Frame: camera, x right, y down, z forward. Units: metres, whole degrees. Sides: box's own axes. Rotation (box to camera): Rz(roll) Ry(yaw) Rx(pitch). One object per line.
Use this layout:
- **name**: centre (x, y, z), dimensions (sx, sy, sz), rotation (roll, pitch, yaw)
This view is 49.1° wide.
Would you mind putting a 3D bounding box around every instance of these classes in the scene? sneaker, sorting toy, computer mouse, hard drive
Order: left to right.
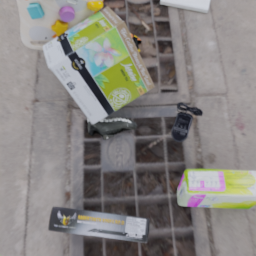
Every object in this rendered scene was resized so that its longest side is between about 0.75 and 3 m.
- **sorting toy**: centre (-2.084, -3.212, 8.321), dimensions (2.613, 2.352, 1.396), rotation (2, 54, -33)
- **sneaker**: centre (-0.544, 0.061, 8.942), dimensions (1.636, 0.544, 0.740), rotation (4, 73, 5)
- **sneaker**: centre (0.090, -2.723, 9.812), dimensions (0.640, 0.497, 1.422), rotation (21, 59, -4)
- **computer mouse**: centre (1.378, -0.091, 6.897), dimensions (0.666, 0.253, 0.961), rotation (22, 86, 14)
- **hard drive**: centre (2.283, -5.188, 10.956), dimensions (1.855, 0.244, 1.223), rotation (14, 71, 5)

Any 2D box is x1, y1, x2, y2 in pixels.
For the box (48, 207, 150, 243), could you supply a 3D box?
- **box**: centre (-0.672, 2.536, 7.328), dimensions (2.354, 1.864, 0.569), rotation (7, 71, 3)

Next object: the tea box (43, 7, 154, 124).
- **tea box**: centre (-0.816, -1.770, 8.140), dimensions (2.249, 2.286, 1.528), rotation (-32, 42, 2)

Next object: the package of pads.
- **package of pads**: centre (2.472, 1.678, 7.588), dimensions (2.115, 1.634, 0.721), rotation (1, 63, 3)
